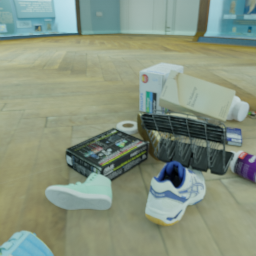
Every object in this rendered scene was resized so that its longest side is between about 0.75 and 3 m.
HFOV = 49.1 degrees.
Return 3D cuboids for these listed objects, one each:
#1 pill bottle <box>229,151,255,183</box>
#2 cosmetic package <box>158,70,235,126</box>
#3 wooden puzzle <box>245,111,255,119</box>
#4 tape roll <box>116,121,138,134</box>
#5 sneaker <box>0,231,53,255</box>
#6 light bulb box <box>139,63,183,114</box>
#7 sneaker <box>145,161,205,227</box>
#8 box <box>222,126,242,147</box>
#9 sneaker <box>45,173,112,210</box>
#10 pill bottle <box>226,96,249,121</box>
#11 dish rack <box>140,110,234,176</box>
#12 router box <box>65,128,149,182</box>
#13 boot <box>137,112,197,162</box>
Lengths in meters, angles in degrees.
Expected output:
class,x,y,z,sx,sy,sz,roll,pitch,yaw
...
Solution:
class,x,y,z,sx,sy,sz,roll,pitch,yaw
pill bottle,3.757,1.197,8.700,0.757,0.757,1.347,-22,33,-39
cosmetic package,2.875,-1.245,11.962,2.837,1.469,1.037,20,-12,8
wooden puzzle,5.966,-0.638,13.352,1.129,0.132,0.761,-8,26,-17
tape roll,-0.003,-0.019,11.970,1.001,0.183,1.001,0,26,0
sneaker,-2.696,2.693,5.155,2.833,1.127,1.850,11,28,1
light bulb box,1.642,-1.953,13.860,1.298,2.062,2.080,16,31,32
sneaker,1.438,1.422,7.491,1.064,1.246,2.826,11,19,27
box,4.113,0.327,11.187,0.797,0.213,1.315,9,28,17
sneaker,-1.318,1.689,7.755,1.761,0.648,1.039,9,30,-4
pill bottle,4.446,-1.036,13.024,1.133,1.133,2.015,-19,33,-35
dish rack,1.560,0.308,7.304,2.241,2.921,0.797,10,63,24
router box,-0.658,0.885,9.422,1.715,0.711,2.288,21,33,38
boot,1.709,0.196,10.574,2.293,1.074,2.951,-3,23,-11
